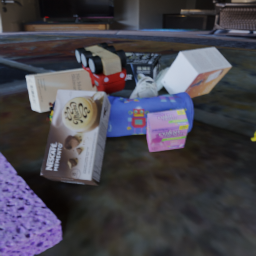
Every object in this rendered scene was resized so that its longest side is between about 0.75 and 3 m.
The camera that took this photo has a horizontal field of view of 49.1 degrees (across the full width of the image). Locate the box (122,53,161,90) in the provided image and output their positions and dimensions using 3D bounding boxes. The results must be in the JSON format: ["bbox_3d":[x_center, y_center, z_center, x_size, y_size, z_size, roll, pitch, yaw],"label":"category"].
[{"bbox_3d":[0.249,-2.656,12.898,2.218,1.166,2.708,5,24,11],"label":"box"}]

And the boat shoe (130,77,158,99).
[{"bbox_3d":[0.593,-1.194,9.518,0.926,0.912,2.612,16,23,1],"label":"boat shoe"}]

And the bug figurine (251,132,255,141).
[{"bbox_3d":[4.020,-0.054,7.061,1.881,0.484,1.458,-8,4,12],"label":"bug figurine"}]

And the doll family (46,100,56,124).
[{"bbox_3d":[-2.186,-0.481,8.334,0.497,0.860,0.338,3,18,-34],"label":"doll family"}]

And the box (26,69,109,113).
[{"bbox_3d":[-2.059,-1.400,9.815,2.601,1.235,1.011,-17,18,-31],"label":"box"}]

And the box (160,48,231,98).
[{"bbox_3d":[2.549,-2.023,10.580,2.040,1.553,1.085,-18,66,-35],"label":"box"}]

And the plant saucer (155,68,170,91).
[{"bbox_3d":[1.396,-2.081,11.647,0.288,1.146,1.146,32,20,-13],"label":"plant saucer"}]

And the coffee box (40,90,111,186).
[{"bbox_3d":[-0.995,0.194,5.601,0.997,1.764,0.704,5,-18,9],"label":"coffee box"}]

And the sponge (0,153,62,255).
[{"bbox_3d":[-2.469,1.270,4.661,1.578,0.422,2.829,-15,28,-39],"label":"sponge"}]

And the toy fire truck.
[{"bbox_3d":[-0.873,-1.287,8.274,1.299,2.018,1.777,-20,33,-21],"label":"toy fire truck"}]

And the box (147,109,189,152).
[{"bbox_3d":[0.905,0.084,6.641,0.856,0.973,0.470,-7,53,-3],"label":"box"}]

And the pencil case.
[{"bbox_3d":[0.226,-0.375,7.671,2.979,1.162,1.294,-2,16,-5],"label":"pencil case"}]
